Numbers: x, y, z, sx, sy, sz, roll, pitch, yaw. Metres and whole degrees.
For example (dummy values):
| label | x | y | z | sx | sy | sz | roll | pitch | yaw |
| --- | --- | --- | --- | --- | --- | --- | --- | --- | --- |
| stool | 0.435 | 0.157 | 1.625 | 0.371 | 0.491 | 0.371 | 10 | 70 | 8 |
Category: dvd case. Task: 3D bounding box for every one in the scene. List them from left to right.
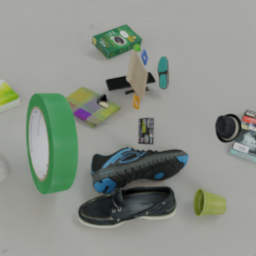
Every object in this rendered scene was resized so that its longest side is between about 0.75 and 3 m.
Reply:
| label | x | y | z | sx | sy | sz | roll | pitch | yaw |
| --- | --- | --- | --- | --- | --- | --- | --- | --- | --- |
| dvd case | 4.685 | 0.336 | 9.744 | 1.730 | 0.261 | 2.369 | 20 | 46 | 20 |

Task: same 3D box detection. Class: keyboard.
| label | x | y | z | sx | sy | sz | roll | pitch | yaw |
| --- | --- | --- | --- | --- | --- | --- | --- | --- | --- |
| keyboard | 0.157 | -1.783 | 11.574 | 2.032 | 0.209 | 1.291 | -12 | 45 | -9 |

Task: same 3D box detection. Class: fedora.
| label | x | y | z | sx | sy | sz | roll | pitch | yaw |
| --- | --- | --- | --- | --- | --- | --- | --- | --- | --- |
| fedora | 2.764 | -0.045 | 7.996 | 0.420 | 0.919 | 0.919 | 25 | 30 | -34 |

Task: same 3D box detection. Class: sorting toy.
| label | x | y | z | sx | sy | sz | roll | pitch | yaw |
| --- | --- | --- | --- | --- | --- | --- | --- | --- | --- |
| sorting toy | 0.272 | -1.927 | 10.480 | 0.348 | 1.440 | 2.558 | -1 | 66 | 25 |

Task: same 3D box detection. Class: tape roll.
| label | x | y | z | sx | sy | sz | roll | pitch | yaw |
| --- | --- | --- | --- | --- | --- | --- | --- | --- | --- |
| tape roll | -2.157 | 0.410 | 7.634 | 0.651 | 2.708 | 2.708 | -5 | 40 | -33 |

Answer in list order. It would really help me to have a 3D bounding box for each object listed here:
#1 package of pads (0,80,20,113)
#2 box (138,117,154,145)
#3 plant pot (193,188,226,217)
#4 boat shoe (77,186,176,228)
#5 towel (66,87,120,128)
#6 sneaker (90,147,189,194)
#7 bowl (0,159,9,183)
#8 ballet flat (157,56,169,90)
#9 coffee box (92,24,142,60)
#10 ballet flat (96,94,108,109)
| label | x | y | z | sx | sy | sz | roll | pitch | yaw |
| --- | --- | --- | --- | --- | --- | --- | --- | --- | --- |
| package of pads | -5.434 | -1.101 | 11.017 | 1.840 | 0.628 | 1.422 | -30 | 52 | -29 |
| box | 0.573 | 0.107 | 9.062 | 0.191 | 0.862 | 0.690 | 3 | -2 | -27 |
| plant pot | 2.246 | 2.064 | 7.610 | 0.694 | 0.755 | 0.755 | 9 | 43 | -6 |
| boat shoe | -0.027 | 1.997 | 7.453 | 2.701 | 0.896 | 1.010 | -1 | 41 | 0 |
| towel | -1.578 | -0.870 | 11.054 | 2.200 | 0.250 | 1.580 | 27 | 49 | 25 |
| sneaker | 0.331 | 0.982 | 8.425 | 2.994 | 1.096 | 1.226 | -10 | 44 | -10 |
| bowl | -4.455 | 1.303 | 8.548 | 1.279 | 0.478 | 1.278 | -28 | 51 | -29 |
| ballet flat | 1.481 | -2.238 | 11.607 | 0.506 | 0.506 | 1.407 | 1 | 83 | 1 |
| coffee box | -0.566 | -4.484 | 14.488 | 2.312 | 0.508 | 1.422 | -32 | 70 | -30 |
| ballet flat | -0.599 | -0.640 | 6.630 | 0.275 | 0.235 | 0.827 | 30 | 11 | -19 |
